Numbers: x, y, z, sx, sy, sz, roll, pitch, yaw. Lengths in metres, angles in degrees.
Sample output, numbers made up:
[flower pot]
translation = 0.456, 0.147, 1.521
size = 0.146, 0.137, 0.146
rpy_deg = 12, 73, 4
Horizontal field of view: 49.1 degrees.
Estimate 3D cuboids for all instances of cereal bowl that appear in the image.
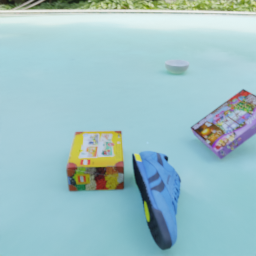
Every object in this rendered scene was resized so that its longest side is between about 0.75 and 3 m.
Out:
[cereal bowl]
translation = 2.698, -3.356, 15.556
size = 1.350, 0.562, 1.350
rpy_deg = 0, 27, 0

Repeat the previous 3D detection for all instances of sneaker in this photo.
[sneaker]
translation = 0.788, 1.350, 6.135
size = 1.085, 0.912, 2.767
rpy_deg = -4, 27, -6

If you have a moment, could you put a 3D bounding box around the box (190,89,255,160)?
[box]
translation = 3.081, -0.171, 8.272
size = 2.081, 0.407, 1.424
rpy_deg = -37, 36, 0

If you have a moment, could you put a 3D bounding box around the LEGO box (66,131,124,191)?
[LEGO box]
translation = -0.812, 0.799, 7.414
size = 1.362, 0.706, 1.829
rpy_deg = -1, 28, -2
